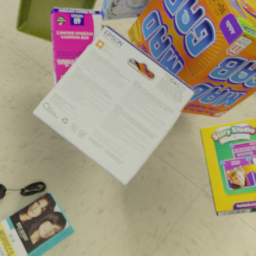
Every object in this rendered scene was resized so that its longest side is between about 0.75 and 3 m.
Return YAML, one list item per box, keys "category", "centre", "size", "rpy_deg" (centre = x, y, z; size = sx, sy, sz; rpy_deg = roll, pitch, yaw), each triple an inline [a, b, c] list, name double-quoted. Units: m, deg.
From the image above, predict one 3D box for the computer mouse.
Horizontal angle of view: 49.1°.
- category: "computer mouse"
  centre: [-3.536, 1.923, 8.329]
  size: [2.146, 0.365, 0.629]
  rpy_deg: [-3, 32, -7]

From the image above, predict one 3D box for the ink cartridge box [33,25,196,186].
- category: "ink cartridge box"
  centre: [-0.268, -0.494, 5.956]
  size: [2.466, 0.502, 2.471]
  rpy_deg: [38, 84, 4]

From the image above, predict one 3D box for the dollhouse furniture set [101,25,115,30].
- category: "dollhouse furniture set"
  centre: [-0.288, -3.149, 11.579]
  size: [2.016, 0.984, 1.719]
  rpy_deg: [6, 55, -25]

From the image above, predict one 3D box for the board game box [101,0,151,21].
- category: "board game box"
  centre: [0.073, -3.701, 7.869]
  size: [1.482, 1.475, 0.321]
  rpy_deg: [-15, 75, -22]

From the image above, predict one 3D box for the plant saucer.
- category: "plant saucer"
  centre: [-2.310, -3.754, 8.937]
  size: [2.140, 2.137, 0.512]
  rpy_deg: [14, 47, -20]

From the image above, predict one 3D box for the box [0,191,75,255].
- category: "box"
  centre: [-2.998, 3.042, 7.326]
  size: [2.933, 0.721, 1.207]
  rpy_deg: [-32, 63, -19]

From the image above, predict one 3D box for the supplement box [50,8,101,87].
- category: "supplement box"
  centre: [-1.326, -1.798, 7.114]
  size: [1.117, 2.206, 1.140]
  rpy_deg: [-4, 19, -17]

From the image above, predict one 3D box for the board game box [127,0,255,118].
- category: "board game box"
  centre: [2.175, -2.278, 7.720]
  size: [2.809, 2.807, 2.807]
  rpy_deg: [4, 58, -38]

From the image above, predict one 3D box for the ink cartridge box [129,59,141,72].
- category: "ink cartridge box"
  centre: [0.347, -1.456, 8.062]
  size: [2.122, 0.416, 1.055]
  rpy_deg: [29, 37, -25]

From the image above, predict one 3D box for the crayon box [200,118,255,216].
- category: "crayon box"
  centre: [2.597, 0.693, 5.511]
  size: [2.040, 0.595, 1.760]
  rpy_deg: [-11, 62, 14]
